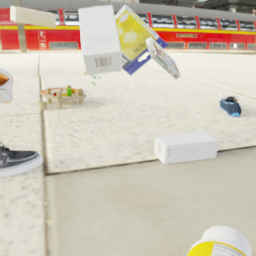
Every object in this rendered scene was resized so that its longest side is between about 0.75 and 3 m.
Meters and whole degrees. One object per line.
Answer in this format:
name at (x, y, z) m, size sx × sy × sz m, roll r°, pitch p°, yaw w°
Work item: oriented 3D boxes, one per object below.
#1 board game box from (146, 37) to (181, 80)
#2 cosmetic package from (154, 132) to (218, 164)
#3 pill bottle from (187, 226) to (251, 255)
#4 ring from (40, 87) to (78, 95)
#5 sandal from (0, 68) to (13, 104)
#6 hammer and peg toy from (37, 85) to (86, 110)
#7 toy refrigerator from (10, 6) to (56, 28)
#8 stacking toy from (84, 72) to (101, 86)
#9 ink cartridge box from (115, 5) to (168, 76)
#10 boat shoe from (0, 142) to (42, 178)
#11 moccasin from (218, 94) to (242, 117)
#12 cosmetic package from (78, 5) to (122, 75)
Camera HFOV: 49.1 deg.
board game box at (1.274, -2.475, 10.075) m, size 1.540 × 0.267 × 0.972 m, roll 29°, pitch 36°, yaw -42°
cosmetic package at (1.725, 0.579, 8.438) m, size 1.699 × 0.629 × 0.864 m, roll -3°, pitch 20°, yaw -14°
pill bottle at (1.146, 2.088, 3.621) m, size 0.968 × 0.968 × 1.722 m, roll 9°, pitch 21°, yaw 24°
ring at (-4.020, -2.094, 16.607) m, size 2.265 × 0.217 × 2.265 m, roll 0°, pitch 20°, yaw 0°
sandal at (-2.588, -0.659, 5.473) m, size 0.693 × 0.518 × 1.808 m, roll 6°, pitch -16°, yaw -12°
hammer and peg toy at (-3.561, -1.585, 14.180) m, size 2.396 × 0.845 × 1.763 m, roll -15°, pitch 25°, yaw -37°
toy refrigerator at (-4.253, -4.955, 12.633) m, size 1.845 × 0.645 × 0.700 m, roll -6°, pitch 28°, yaw -39°
stacking toy at (-1.696, -2.501, 13.361) m, size 0.612 × 0.812 × 0.191 m, roll -38°, pitch 5°, yaw 44°
ink cartridge box at (-0.012, -3.313, 11.369) m, size 2.317 × 2.345 × 0.551 m, roll -34°, pitch 30°, yaw 37°
boat shoe at (-3.614, 0.798, 7.468) m, size 2.495 × 0.826 × 0.872 m, roll -6°, pitch 20°, yaw -17°
moccasin at (4.857, -1.131, 13.043) m, size 0.883 × 0.749 × 2.195 m, roll 0°, pitch 19°, yaw -1°
cosmetic package at (-0.827, -2.602, 8.184) m, size 1.081 × 0.787 × 2.126 m, roll -7°, pitch 55°, yaw -3°
